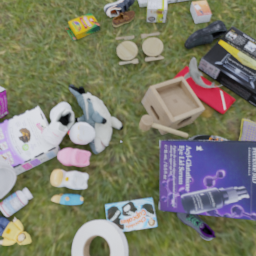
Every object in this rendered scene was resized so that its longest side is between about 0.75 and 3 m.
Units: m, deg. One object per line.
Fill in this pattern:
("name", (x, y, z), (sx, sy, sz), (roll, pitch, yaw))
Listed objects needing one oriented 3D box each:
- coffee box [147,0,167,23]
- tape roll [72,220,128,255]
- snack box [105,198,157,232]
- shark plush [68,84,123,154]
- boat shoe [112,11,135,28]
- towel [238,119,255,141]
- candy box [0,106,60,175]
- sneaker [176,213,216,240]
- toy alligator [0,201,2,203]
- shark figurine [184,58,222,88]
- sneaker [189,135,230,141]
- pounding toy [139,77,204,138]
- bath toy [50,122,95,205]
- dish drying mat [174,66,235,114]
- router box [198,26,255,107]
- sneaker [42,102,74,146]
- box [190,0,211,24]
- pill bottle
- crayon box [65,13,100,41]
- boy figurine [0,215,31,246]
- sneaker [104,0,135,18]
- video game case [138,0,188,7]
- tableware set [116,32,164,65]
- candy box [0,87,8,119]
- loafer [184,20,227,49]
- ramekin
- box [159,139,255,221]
("coffee box", (1.217, -5.122, 12.005), (0.816, 0.824, 0.825), (3, 70, 2))
("tape roll", (-0.844, 3.577, 8.108), (1.752, 0.320, 1.752), (-7, 72, 22))
("snack box", (0.085, 2.779, 8.845), (1.528, 0.284, 0.888), (-8, 66, -4))
("shark plush", (-1.505, -0.536, 9.986), (1.217, 1.328, 2.923), (-43, 75, 15))
("boat shoe", (-0.180, -4.773, 12.122), (1.169, 0.395, 0.421), (-33, 70, -14))
("towel", (4.995, 0.785, 9.728), (2.497, 0.284, 1.793), (21, 67, 9))
("candy box", (-3.632, 0.514, 9.589), (2.096, 0.750, 1.758), (-26, 69, -10))
("sneaker", (2.107, 2.882, 8.629), (1.352, 0.592, 0.503), (36, 71, 15))
("toy alligator", (-4.223, 2.502, 9.003), (0.947, 0.281, 0.257), (-38, 33, -28))
("shark figurine", (2.695, -1.834, 10.349), (1.454, 0.607, 0.869), (45, 81, -5))
("sneaker", (3.189, 0.730, 9.228), (2.516, 0.972, 0.985), (15, 72, 23))
("pounding toy", (1.296, -0.357, 9.591), (2.399, 1.097, 2.107), (-21, 70, -26))
("bath toy", (-1.816, 1.108, 9.088), (1.151, 0.978, 2.646), (18, 74, -27))
("dish drying mat", (2.913, -1.486, 10.767), (2.342, 0.213, 0.899), (40, 72, 16))
("router box", (4.501, -2.435, 10.905), (2.752, 0.719, 2.164), (39, 72, 16))
("sneaker", (-2.146, -0.321, 9.497), (0.815, 1.039, 2.091), (37, 28, -25))
("box", (3.160, -5.058, 12.218), (0.648, 0.452, 0.851), (-11, 67, -5))
("pill bottle", (-3.558, 2.344, 8.904), (0.935, 0.508, 0.508), (-35, 71, -18))
("crayon box", (-1.964, -4.311, 11.956), (1.310, 0.333, 0.832), (-28, 69, -11))
("boy figurine", (-3.600, 3.217, 8.570), (1.360, 0.438, 0.845), (26, 62, 14))
("sneaker", (-0.299, -5.244, 12.250), (1.435, 0.563, 0.570), (-24, 63, 2))
("video game case", (1.477, -6.853, 13.079), (2.464, 0.321, 2.707), (-10, 66, -4))
("tableware set", (0.479, -3.150, 11.416), (1.883, 0.377, 1.245), (-7, 76, 1))
("candy box", (-4.934, -0.600, 9.535), (0.518, 1.158, 1.698), (28, 43, 13))
("loafer", (3.203, -3.742, 11.489), (1.933, 0.656, 0.678), (-30, 69, -8))
("ramekin", (-4.456, 1.418, 7.760), (2.351, 2.351, 1.095), (-32, 66, -13))
("box", (2.379, 1.361, 8.105), (2.781, 1.451, 2.058), (-1, 88, 20))
